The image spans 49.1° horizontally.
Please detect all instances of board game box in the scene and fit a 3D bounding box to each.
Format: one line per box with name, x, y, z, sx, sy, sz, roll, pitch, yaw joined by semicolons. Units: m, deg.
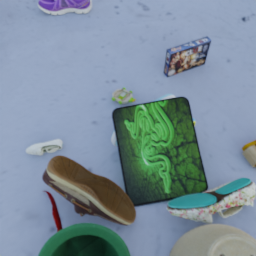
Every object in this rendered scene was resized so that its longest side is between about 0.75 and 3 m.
board game box;2.205;-2.658;10.533;1.732;1.173;0.300;-21;58;-13

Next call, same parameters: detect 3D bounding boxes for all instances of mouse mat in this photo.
mouse mat;0.895;0.642;8.144;2.364;0.111;2.938;-11;79;-1

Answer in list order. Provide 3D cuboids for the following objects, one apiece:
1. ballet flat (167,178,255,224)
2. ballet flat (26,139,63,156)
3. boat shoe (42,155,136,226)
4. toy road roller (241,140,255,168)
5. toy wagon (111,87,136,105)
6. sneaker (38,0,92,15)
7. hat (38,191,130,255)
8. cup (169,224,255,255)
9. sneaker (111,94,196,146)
ballet flat;2.323;2.079;7.486;2.584;0.977;0.826;-14;98;-9
ballet flat;-2.602;0.654;8.736;1.147;0.398;0.398;-15;57;-14
boat shoe;-1.075;1.839;7.526;2.735;0.984;0.987;33;32;-9
toy road roller;4.237;0.576;8.444;1.335;0.974;0.820;-21;58;-14
toy wagon;-0.131;-1.089;9.952;0.897;0.177;0.696;29;56;24
sneaker;-2.921;-5.885;12.822;2.448;1.021;0.987;-4;56;-2
hat;-1.185;3.091;7.204;2.173;2.309;2.623;-1;89;-11
cup;2.165;3.211;6.176;2.479;1.773;2.479;0;56;0
sneaker;0.960;0.132;8.696;2.727;1.085;1.780;-33;60;-19
